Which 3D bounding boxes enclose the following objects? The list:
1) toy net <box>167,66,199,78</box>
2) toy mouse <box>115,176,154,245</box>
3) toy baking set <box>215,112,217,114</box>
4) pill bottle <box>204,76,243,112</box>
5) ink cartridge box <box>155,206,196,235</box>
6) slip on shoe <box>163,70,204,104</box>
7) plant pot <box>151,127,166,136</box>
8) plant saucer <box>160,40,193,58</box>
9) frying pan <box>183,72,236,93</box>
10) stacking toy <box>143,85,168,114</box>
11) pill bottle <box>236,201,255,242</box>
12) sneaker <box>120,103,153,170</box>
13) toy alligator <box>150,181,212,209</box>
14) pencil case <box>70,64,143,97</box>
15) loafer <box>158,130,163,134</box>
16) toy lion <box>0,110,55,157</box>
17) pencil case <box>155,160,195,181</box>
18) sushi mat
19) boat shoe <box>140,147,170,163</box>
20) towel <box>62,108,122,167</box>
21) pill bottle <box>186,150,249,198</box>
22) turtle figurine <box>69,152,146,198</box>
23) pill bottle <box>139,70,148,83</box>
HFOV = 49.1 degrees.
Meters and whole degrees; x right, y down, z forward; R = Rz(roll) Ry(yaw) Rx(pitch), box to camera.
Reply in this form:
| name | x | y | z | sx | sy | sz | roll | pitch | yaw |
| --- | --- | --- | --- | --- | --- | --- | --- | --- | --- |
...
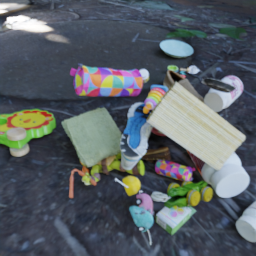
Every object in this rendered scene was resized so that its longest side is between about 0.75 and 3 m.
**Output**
| name | x | y | z | sx | sy | sz | roll | pitch | yaw |
| --- | --- | --- | --- | --- | --- | --- | --- | --- | --- |
| toy net | 3.071 | -3.063 | 15.071 | 1.857 | 0.359 | 0.974 | -11 | 37 | -15 |
| toy mouse | 0.386 | 2.024 | 7.041 | 0.381 | 1.968 | 1.749 | -24 | 76 | 8 |
| toy baking set | 2.974 | -0.181 | 10.682 | 1.178 | 0.137 | 0.904 | -29 | 34 | 25 |
| pill bottle | 4.179 | -1.484 | 12.307 | 1.065 | 1.065 | 1.878 | 26 | 44 | 31 |
| ink cartridge box | 1.338 | 2.339 | 7.703 | 1.126 | 0.334 | 0.585 | -30 | 45 | -34 |
| slip on shoe | 2.548 | -1.819 | 12.957 | 1.048 | 0.835 | 2.756 | -13 | 38 | -17 |
| plant pot | 1.468 | -0.373 | 9.819 | 1.646 | 1.646 | 1.474 | -10 | 20 | -14 |
| plant saucer | 2.929 | -4.758 | 17.214 | 2.062 | 0.397 | 2.062 | 6 | 41 | -5 |
| frying pan | 3.111 | -1.760 | 10.750 | 2.036 | 0.331 | 1.232 | 20 | 5 | 3 |
| stacking toy | 0.722 | -0.741 | 8.243 | 0.598 | 0.632 | 1.089 | 11 | 41 | 32 |
| pill bottle | 3.516 | 2.332 | 7.352 | 1.382 | 0.757 | 0.757 | -25 | 43 | -30 |
| sneaker | 0.228 | 0.212 | 8.304 | 0.908 | 1.050 | 2.423 | 21 | 46 | 5 |
| toy alligator | 1.397 | 1.842 | 7.374 | 2.457 | 0.590 | 0.814 | 1 | 7 | -43 |
| pencil case | -0.650 | -1.501 | 9.026 | 2.256 | 0.997 | 0.997 | 0 | 32 | -30 |
| loafer | 1.053 | -0.054 | 8.113 | 0.424 | 0.383 | 1.122 | -14 | 1 | -8 |
| toy lion | -4.263 | -0.047 | 10.671 | 2.659 | 0.913 | 2.549 | 6 | 30 | 9 |
| pencil case | 1.438 | 1.335 | 8.759 | 1.199 | 0.530 | 0.530 | 12 | 36 | 36 |
| sushi mat | 1.838 | 0.018 | 7.423 | 2.623 | 1.255 | 0.159 | 34 | 6 | -16 |
| boat shoe | 0.814 | 0.942 | 9.221 | 1.283 | 0.451 | 0.452 | -11 | 11 | 44 |
| towel | -1.089 | 0.222 | 9.114 | 1.623 | 0.399 | 2.188 | -22 | 49 | -18 |
| pill bottle | 2.714 | 1.002 | 8.769 | 1.223 | 1.223 | 2.232 | -7 | 36 | -9 |
| turtle figurine | -0.640 | 1.118 | 8.861 | 2.281 | 0.911 | 2.828 | -2 | 40 | 13 |
| pill bottle | 0.627 | -2.157 | 11.623 | 0.439 | 0.439 | 0.803 | 3 | -4 | 4 |
